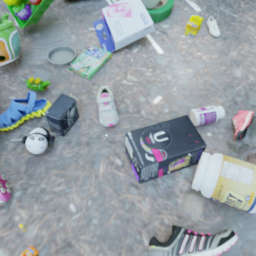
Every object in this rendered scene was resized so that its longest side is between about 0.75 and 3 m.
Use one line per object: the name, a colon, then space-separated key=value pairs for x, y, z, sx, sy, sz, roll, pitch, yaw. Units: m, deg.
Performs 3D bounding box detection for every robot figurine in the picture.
robot figurine: x=-3.379 y=0.440 z=10.556 sx=0.971 sy=0.807 sz=1.293 roll=-35 pitch=22 yaw=9

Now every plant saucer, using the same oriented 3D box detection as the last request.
plant saucer: x=4.842 y=1.452 z=10.342 sx=1.111 sy=0.191 sz=1.111 roll=0 pitch=52 yaw=0

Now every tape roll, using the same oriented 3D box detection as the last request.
tape roll: x=1.153 y=-7.413 z=16.353 sx=2.996 sy=0.720 sz=2.996 roll=3 pitch=62 yaw=-5

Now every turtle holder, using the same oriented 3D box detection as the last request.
turtle holder: x=-6.080 y=-4.022 z=13.070 sx=2.038 sy=1.904 sz=2.682 roll=-33 pitch=30 yaw=-19

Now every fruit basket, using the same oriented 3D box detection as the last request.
fruit basket: x=-5.359 y=-6.481 z=14.080 sx=2.608 sy=2.608 sz=1.881 roll=-32 pitch=87 yaw=-21

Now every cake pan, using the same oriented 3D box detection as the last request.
cake pan: x=-3.322 y=-3.595 z=14.075 sx=1.431 sy=0.262 sz=1.431 roll=0 pitch=53 yaw=0

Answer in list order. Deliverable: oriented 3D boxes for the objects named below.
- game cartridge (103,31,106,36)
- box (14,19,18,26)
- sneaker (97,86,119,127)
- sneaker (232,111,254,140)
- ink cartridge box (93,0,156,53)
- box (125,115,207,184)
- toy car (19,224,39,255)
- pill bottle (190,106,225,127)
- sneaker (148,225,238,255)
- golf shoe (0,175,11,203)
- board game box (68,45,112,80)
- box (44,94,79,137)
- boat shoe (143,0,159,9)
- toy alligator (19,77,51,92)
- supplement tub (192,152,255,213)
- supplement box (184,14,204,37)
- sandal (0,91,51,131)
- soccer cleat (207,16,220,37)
game cartridge: x=-1.058 y=-5.527 z=15.569 sx=0.748 sy=0.233 sz=1.123 roll=-10 pitch=53 yaw=-2
box: x=-5.907 y=-6.217 z=15.898 sx=0.928 sy=0.493 sz=0.706 roll=-7 pitch=53 yaw=-5
sneaker: x=-0.936 y=-0.945 z=11.641 sx=0.822 sy=0.892 sz=2.022 roll=-15 pitch=53 yaw=-2
sneaker: x=4.530 y=-0.122 z=11.381 sx=0.712 sy=0.605 sz=1.641 roll=20 pitch=51 yaw=30
ink cartridge box: x=-0.382 y=-5.472 z=14.610 sx=2.904 sy=0.629 sz=2.851 roll=-24 pitch=58 yaw=6
box: x=1.288 y=0.754 z=10.144 sx=2.504 sy=1.328 sz=1.531 roll=-17 pitch=55 yaw=-13
toy car: x=-3.272 y=3.600 z=8.582 sx=0.632 sy=0.428 sz=1.288 roll=-31 pitch=60 yaw=-21
pill bottle: x=3.249 y=-0.518 z=11.493 sx=1.279 sy=0.718 sz=0.718 roll=-11 pitch=54 yaw=-8
sneaker: x=1.841 y=3.391 z=8.344 sx=2.817 sy=1.039 sz=1.232 roll=-17 pitch=61 yaw=-7
golf shoe: x=-4.936 y=1.885 z=9.752 sx=1.035 sy=0.852 sz=2.261 roll=-45 pitch=63 yaw=-6
board game box: x=-1.849 y=-3.263 z=13.749 sx=1.268 sy=0.274 sz=1.885 roll=28 pitch=61 yaw=17
box: x=-2.615 y=-0.507 z=11.195 sx=0.734 sy=1.164 sz=1.184 roll=22 pitch=57 yaw=16
boat shoe: x=1.616 y=-7.807 z=15.020 sx=0.982 sy=2.755 sz=0.830 roll=23 pitch=26 yaw=-8
toy alligator: x=-4.307 y=-1.928 z=12.645 sx=1.920 sy=0.569 sz=0.521 roll=10 pitch=68 yaw=27
supplement tub: x=3.327 y=1.748 z=9.274 sx=2.137 sy=1.543 sz=1.543 roll=17 pitch=55 yaw=13
supplement box: x=3.619 y=-5.617 z=15.349 sx=0.641 sy=0.645 sz=1.179 roll=21 pitch=57 yaw=15
sandal: x=-4.420 y=-0.745 z=11.314 sx=2.445 sy=1.065 sz=0.972 roll=-28 pitch=45 yaw=-10
soccer cleat: x=4.671 y=-5.548 z=15.364 sx=0.489 sy=0.548 sz=1.412 roll=-8 pitch=54 yaw=-6
